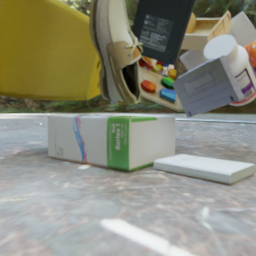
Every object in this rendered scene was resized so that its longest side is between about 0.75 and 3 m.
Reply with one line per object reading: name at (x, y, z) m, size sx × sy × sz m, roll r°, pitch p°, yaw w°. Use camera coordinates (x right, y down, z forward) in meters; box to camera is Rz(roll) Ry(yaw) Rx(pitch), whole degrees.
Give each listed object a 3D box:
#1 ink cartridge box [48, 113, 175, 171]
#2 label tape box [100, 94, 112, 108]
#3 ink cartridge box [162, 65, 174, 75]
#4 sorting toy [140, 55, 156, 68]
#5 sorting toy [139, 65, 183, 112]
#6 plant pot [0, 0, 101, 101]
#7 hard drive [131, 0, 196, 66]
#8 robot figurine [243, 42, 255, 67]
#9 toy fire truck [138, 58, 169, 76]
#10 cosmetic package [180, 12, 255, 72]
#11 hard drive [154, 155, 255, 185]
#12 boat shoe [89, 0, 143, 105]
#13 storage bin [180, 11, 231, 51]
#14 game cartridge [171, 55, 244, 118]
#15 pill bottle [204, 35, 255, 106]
ink cartridge box at (-0.481, 0.232, 7.646) m, size 2.903 × 1.219 × 2.102 m, roll 4°, pitch 6°, yaw 37°
label tape box at (-1.059, -2.543, 11.300) m, size 0.929 × 2.117 × 2.936 m, roll 2°, pitch -40°, yaw -3°
ink cartridge box at (1.064, -2.696, 12.031) m, size 1.171 × 0.676 × 1.609 m, roll 17°, pitch 14°, yaw 36°
sorting toy at (0.574, -2.845, 9.064) m, size 1.242 × 1.379 × 0.737 m, roll 37°, pitch 24°, yaw 29°
sorting toy at (0.968, -1.512, 8.893) m, size 1.765 × 0.317 × 2.369 m, roll 18°, pitch 38°, yaw -4°
plant pot at (-1.963, -2.226, 8.371) m, size 2.600 × 2.947 × 2.948 m, roll 16°, pitch 14°, yaw 4°
hard drive at (0.864, -2.828, 7.302) m, size 1.417 × 2.030 × 0.334 m, roll 23°, pitch 23°, yaw 18°
robot figurine at (3.659, -2.145, 8.367) m, size 0.822 × 0.666 × 1.143 m, roll 3°, pitch -13°, yaw -25°
toy fire truck at (0.646, -2.381, 10.060) m, size 1.662 × 1.979 × 1.110 m, roll 29°, pitch 10°, yaw -33°
cosmetic package at (3.316, -2.755, 10.122) m, size 2.546 × 1.291 × 0.907 m, roll -33°, pitch -5°, yaw 22°
hard drive at (1.634, 0.855, 6.139) m, size 1.196 × 0.238 × 1.813 m, roll -5°, pitch 7°, yaw -44°
boat shoe at (-0.135, -1.647, 5.936) m, size 0.896 × 2.620 × 0.979 m, roll 21°, pitch 50°, yaw 26°
storage bin at (2.465, -3.248, 9.324) m, size 1.420 × 0.666 × 1.410 m, roll 20°, pitch 63°, yaw 44°
game cartridge at (1.791, -0.922, 6.583) m, size 0.316 × 1.066 × 1.644 m, roll -22°, pitch 1°, yaw -32°
pill bottle at (2.673, -1.473, 7.292) m, size 1.039 × 1.039 × 1.865 m, roll 4°, pitch -26°, yaw 41°
